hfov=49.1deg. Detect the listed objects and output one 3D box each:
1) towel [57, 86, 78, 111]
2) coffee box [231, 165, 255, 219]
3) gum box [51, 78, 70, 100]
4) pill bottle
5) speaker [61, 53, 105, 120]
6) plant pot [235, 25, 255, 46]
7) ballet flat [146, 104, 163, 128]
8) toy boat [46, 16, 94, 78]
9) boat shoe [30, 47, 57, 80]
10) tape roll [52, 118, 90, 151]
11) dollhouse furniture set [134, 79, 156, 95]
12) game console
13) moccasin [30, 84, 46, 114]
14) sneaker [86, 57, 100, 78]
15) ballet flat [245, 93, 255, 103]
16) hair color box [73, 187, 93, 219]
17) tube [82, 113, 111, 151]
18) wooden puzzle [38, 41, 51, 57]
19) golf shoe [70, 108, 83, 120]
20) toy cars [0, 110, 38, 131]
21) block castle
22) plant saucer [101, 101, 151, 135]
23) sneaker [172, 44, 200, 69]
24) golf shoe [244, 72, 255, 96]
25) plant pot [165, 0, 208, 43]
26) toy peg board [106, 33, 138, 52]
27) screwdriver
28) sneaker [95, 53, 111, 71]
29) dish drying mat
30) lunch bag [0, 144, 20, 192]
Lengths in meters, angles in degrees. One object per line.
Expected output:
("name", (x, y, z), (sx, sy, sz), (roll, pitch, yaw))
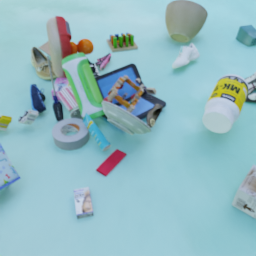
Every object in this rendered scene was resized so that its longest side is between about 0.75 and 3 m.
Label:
("towel", (-2.115, -1.322, 11.373), (1.288, 0.193, 0.942), (-32, 80, -24))
("coffee box", (4.039, 2.028, 7.488), (2.036, 0.812, 1.164), (28, 48, 28))
("gum box", (-2.771, -1.686, 11.969), (0.722, 0.421, 1.273), (1, 39, -1))
("pill bottle", (3.305, -0.824, 9.540), (1.142, 1.142, 1.998), (19, 52, 21))
("speaker", (-1.570, -1.444, 10.066), (1.017, 2.299, 1.017), (-20, 6, 2))
("plant pot", (6.761, -5.090, 15.655), (0.786, 0.786, 1.112), (-12, 50, -13))
("ballet flat", (0.952, -0.445, 9.855), (0.331, 0.482, 1.430), (-1, 29, 23))
("toy boat", (-2.416, -3.384, 12.068), (1.869, 2.859, 1.866), (-9, 70, -13))
("boat shoe", (-4.056, -3.066, 13.313), (0.878, 0.758, 2.408), (-21, 46, -22))
("tape roll", (-2.006, 0.208, 9.850), (1.273, 0.421, 1.273), (0, 42, 0))
("dollhouse furniture set", (0.553, -1.452, 11.007), (0.674, 0.753, 0.950), (-43, 28, -17))
("game console", (0.013, -1.302, 10.807), (2.339, 1.384, 1.997), (-28, 41, -27))
("moccasin", (-3.587, -1.140, 11.248), (0.579, 0.683, 1.698), (-11, 52, -14))
("sneaker", (-1.636, -2.308, 12.294), (0.857, 0.993, 2.266), (-21, 47, -25))
("ballet flat", (5.294, -1.206, 11.483), (1.157, 0.396, 0.393), (9, 44, 11))
("hair color box", (-1.257, 2.089, 7.841), (0.456, 0.270, 0.834), (-9, 44, -11))
("tube", (-1.093, 0.147, 9.405), (0.346, 0.531, 1.372), (-22, 66, -42))
("wooden puzzle", (-3.366, -3.910, 14.234), (1.679, 0.338, 1.814), (35, 47, 1))
("golf shoe", (-1.698, -0.695, 10.898), (1.434, 0.561, 0.697), (-23, 33, -34))
("toy cars", (-4.021, -0.184, 9.971), (1.798, 0.806, 0.398), (-12, 65, 0))
("block castle", (-0.183, -1.110, 10.276), (1.112, 0.781, 1.664), (39, 37, -9))
("plant saucer", (-0.146, -0.199, 9.086), (1.847, 1.847, 0.463), (27, 84, 27))
("sneaker", (2.675, -3.510, 13.592), (1.940, 0.858, 0.730), (-37, 20, -35))
("golf shoe", (5.235, -1.958, 11.937), (2.191, 0.965, 0.846), (-11, 43, -10))
("plant pot", (3.034, -5.664, 15.434), (2.336, 2.336, 1.568), (14, 85, 16))
("toy peg board", (-0.351, -4.882, 15.419), (1.462, 0.715, 1.456), (-10, 43, -12))
("screwdriver", (-2.703, -1.351, 10.058), (0.368, 2.531, 0.353), (1, 32, 14))
("sneaker", (-1.230, -3.321, 13.689), (0.558, 0.462, 1.171), (25, 54, 9))
("dish drying mat", (-0.541, 1.115, 9.076), (0.432, 0.102, 1.125), (25, 46, 25))
("lunch bag", (-4.043, 1.271, 7.567), (1.374, 1.030, 1.616), (58, 32, 0))
